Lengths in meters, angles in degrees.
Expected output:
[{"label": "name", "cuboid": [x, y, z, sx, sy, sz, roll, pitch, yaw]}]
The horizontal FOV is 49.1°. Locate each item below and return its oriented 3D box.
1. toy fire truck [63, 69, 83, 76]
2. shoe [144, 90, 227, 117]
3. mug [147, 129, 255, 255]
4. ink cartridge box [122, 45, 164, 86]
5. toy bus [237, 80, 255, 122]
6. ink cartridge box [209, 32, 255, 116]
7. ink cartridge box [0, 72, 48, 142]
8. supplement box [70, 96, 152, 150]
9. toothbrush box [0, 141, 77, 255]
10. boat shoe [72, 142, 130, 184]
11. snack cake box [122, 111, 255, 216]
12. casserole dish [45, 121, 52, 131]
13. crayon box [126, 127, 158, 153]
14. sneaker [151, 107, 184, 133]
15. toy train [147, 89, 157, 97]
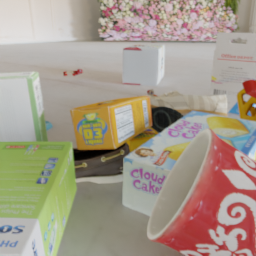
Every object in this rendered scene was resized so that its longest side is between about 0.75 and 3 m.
[{"label": "toy fire truck", "cuboid": [-2.716, -2.720, 13.786, 0.834, 0.203, 0.588, -11, -4, 32]}, {"label": "shoe", "cuboid": [1.718, -0.815, 8.687, 2.826, 0.754, 0.988, 6, 12, -6]}, {"label": "mug", "cuboid": [1.340, 1.066, 3.111, 1.941, 1.295, 1.723, 29, -11, 2]}, {"label": "ink cartridge box", "cuboid": [0.848, -3.279, 14.296, 1.757, 1.749, 2.418, 5, 21, 12]}, {"label": "toy bus", "cuboid": [3.313, -0.097, 6.760, 2.225, 2.099, 1.150, -19, -16, -43]}, {"label": "ink cartridge box", "cuboid": [3.629, -1.823, 9.302, 1.484, 2.578, 0.874, 14, 26, 32]}, {"label": "ink cartridge box", "cuboid": [-3.044, -0.030, 5.480, 2.697, 1.962, 0.647, -4, 23, -6]}, {"label": "supplement box", "cuboid": [-0.209, -0.190, 5.896, 0.813, 0.841, 2.444, -3, 7, 22]}, {"label": "toothbrush box", "cuboid": [-1.751, 1.103, 3.729, 1.686, 0.997, 2.316, 0, 23, 1]}, {"label": "boat shoe", "cuboid": [-1.100, 0.673, 5.358, 2.328, 0.693, 0.836, -3, 18, -7]}, {"label": "snack cake box", "cuboid": [1.366, 0.604, 5.180, 1.655, 0.967, 2.878, 14, 26, 31]}, {"label": "casserole dish", "cuboid": [-2.553, -0.029, 8.002, 0.528, 0.169, 0.871, 8, 23, 21]}, {"label": "crayon box", "cuboid": [0.289, 0.259, 6.989, 0.837, 0.343, 1.331, -7, 23, -18]}, {"label": "sneaker", "cuboid": [0.607, -0.302, 8.006, 2.012, 0.764, 0.913, 6, 10, 4]}, {"label": "toy train", "cuboid": [0.970, -0.943, 9.287, 0.752, 0.550, 1.300, 9, -16, -10]}]
